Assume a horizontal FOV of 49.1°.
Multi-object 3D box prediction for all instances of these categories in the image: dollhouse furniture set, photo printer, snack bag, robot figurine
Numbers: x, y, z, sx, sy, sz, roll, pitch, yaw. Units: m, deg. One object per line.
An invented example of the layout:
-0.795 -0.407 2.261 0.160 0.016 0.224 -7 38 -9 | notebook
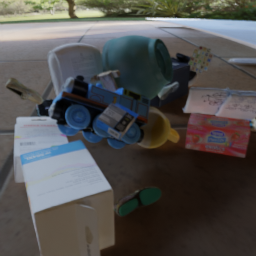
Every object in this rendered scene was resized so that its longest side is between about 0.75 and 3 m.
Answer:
-0.763 -1.039 9.161 0.774 1.352 1.585 -37 23 -32 | dollhouse furniture set
-1.749 -1.794 10.188 2.072 2.490 0.865 -21 12 -41 | photo printer
3.261 -0.780 9.603 2.638 0.282 2.487 6 -13 7 | snack bag
2.872 -2.988 14.516 1.376 1.832 1.143 -17 43 26 | robot figurine

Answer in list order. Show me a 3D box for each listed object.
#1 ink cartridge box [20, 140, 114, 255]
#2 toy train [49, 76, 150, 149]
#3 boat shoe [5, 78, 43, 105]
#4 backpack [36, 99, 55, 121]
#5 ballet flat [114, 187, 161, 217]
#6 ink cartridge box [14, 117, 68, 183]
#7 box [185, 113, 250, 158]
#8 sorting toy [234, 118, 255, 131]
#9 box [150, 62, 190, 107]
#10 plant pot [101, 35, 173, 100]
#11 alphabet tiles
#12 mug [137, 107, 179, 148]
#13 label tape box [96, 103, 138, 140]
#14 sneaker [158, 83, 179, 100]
-1.285 1.564 5.908 1.471 1.509 2.348 -12 29 -21 | ink cartridge box
-0.736 -0.434 7.873 2.838 1.621 1.230 17 -21 -24 | toy train
-3.404 -1.104 9.177 0.455 1.261 0.410 -21 43 41 | boat shoe
-2.929 -0.558 10.668 1.070 0.907 1.205 -11 45 -23 | backpack
0.194 1.726 6.832 1.307 0.470 0.470 -17 32 -31 | ballet flat
-2.655 0.535 8.508 1.488 0.855 2.540 -1 26 -20 | ink cartridge box
2.916 0.204 9.184 1.896 0.973 0.898 9 28 16 | box
4.391 -0.232 10.870 1.141 0.208 1.056 6 28 13 | sorting toy
1.123 -2.268 13.264 2.660 1.562 2.616 19 30 34 | box
0.535 -2.156 10.045 1.766 2.636 2.636 -12 20 29 | plant pot
2.745 -2.579 10.599 0.810 0.974 0.031 31 24 32 | alphabet tiles
0.825 -0.015 9.722 1.293 1.615 1.326 -31 15 10 | mug
-0.223 -0.244 6.586 0.662 0.306 0.924 31 56 9 | label tape box
1.525 -1.485 10.784 0.911 0.321 0.365 -37 49 5 | sneaker
